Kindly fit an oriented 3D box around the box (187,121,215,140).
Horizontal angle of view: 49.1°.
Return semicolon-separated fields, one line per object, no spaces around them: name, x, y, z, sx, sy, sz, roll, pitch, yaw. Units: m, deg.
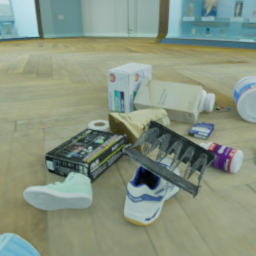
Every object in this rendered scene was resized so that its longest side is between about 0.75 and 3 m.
box;3.075;0.092;11.676;0.797;0.213;1.315;14;29;27

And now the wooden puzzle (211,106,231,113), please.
wooden puzzle;4.549;-0.969;14.118;1.129;0.132;0.761;-11;27;-24

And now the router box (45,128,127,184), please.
router box;-1.315;0.839;9.338;1.715;0.711;2.288;9;26;29

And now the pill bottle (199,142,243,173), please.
pill bottle;2.982;0.930;9.188;1.347;0.757;0.757;18;30;35

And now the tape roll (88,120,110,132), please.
tape roll;-1.228;-0.069;12.078;1.001;0.183;1.001;0;25;0

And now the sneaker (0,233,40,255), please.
sneaker;-2.885;2.706;4.922;2.833;1.127;1.850;8;26;-6

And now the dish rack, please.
dish rack;1.150;0.720;7.473;2.241;0.797;2.921;28;13;13

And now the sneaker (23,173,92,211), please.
sneaker;-1.870;1.671;7.669;1.761;0.648;1.039;6;29;-9

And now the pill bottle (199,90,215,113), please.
pill bottle;3.146;-1.380;13.807;2.015;1.133;1.133;13;28;25

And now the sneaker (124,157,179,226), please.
sneaker;0.802;1.354;7.658;1.064;1.246;2.826;9;26;21

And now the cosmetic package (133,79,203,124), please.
cosmetic package;1.861;-1.258;12.921;2.837;1.037;1.469;11;67;23

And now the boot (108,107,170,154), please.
boot;0.704;0.004;10.916;2.293;1.074;2.951;-10;23;-20

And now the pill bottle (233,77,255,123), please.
pill bottle;5.982;-1.510;13.483;1.666;1.666;2.969;6;24;13

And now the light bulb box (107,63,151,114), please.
light bulb box;0.110;-2.038;14.120;1.298;2.062;2.080;15;30;31
